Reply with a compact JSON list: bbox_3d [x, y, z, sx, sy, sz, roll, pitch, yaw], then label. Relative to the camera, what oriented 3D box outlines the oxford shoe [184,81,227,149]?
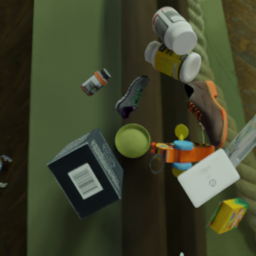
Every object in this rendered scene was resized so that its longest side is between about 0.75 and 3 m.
[{"bbox_3d":[2.309,-0.445,8.647,0.973,0.955,2.683,4,45,-7],"label":"oxford shoe"}]

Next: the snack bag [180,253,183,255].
[{"bbox_3d":[1.210,4.174,7.762,0.151,1.412,1.331,26,60,22],"label":"snack bag"}]

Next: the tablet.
[{"bbox_3d":[2.067,1.282,7.167,1.417,0.097,0.922,-32,90,-7],"label":"tablet"}]

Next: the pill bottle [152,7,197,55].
[{"bbox_3d":[1.468,-3.085,8.969,0.950,0.950,1.668,-17,47,-5],"label":"pill bottle"}]

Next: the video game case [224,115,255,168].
[{"bbox_3d":[3.797,0.396,9.089,0.240,2.185,1.991,38,108,9],"label":"video game case"}]

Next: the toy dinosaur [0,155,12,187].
[{"bbox_3d":[-5.627,1.981,11.308,2.059,1.191,2.269,-55,39,1],"label":"toy dinosaur"}]

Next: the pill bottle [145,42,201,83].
[{"bbox_3d":[1.486,-2.332,9.654,1.812,1.019,1.019,33,75,32],"label":"pill bottle"}]

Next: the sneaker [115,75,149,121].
[{"bbox_3d":[0.281,-1.066,10.341,1.787,0.665,0.782,-51,47,20],"label":"sneaker"}]

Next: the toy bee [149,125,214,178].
[{"bbox_3d":[1.390,0.665,8.666,2.471,1.343,1.617,20,90,-34],"label":"toy bee"}]

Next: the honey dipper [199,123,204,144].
[{"bbox_3d":[2.645,0.265,9.959,0.172,0.172,0.907,-10,109,-3],"label":"honey dipper"}]

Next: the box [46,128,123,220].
[{"bbox_3d":[-1.205,1.289,8.937,1.369,2.557,1.897,-29,97,6],"label":"box"}]

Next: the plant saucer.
[{"bbox_3d":[0.190,0.562,11.838,1.471,0.229,1.471,0,73,1],"label":"plant saucer"}]

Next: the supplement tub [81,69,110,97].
[{"bbox_3d":[-1.062,-1.518,9.304,0.977,0.522,0.522,-37,76,11],"label":"supplement tub"}]

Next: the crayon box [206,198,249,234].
[{"bbox_3d":[2.962,2.603,8.291,0.365,1.438,0.913,37,110,41],"label":"crayon box"}]
